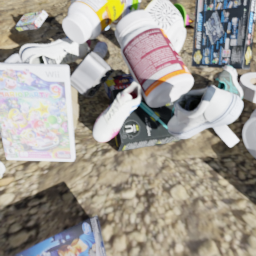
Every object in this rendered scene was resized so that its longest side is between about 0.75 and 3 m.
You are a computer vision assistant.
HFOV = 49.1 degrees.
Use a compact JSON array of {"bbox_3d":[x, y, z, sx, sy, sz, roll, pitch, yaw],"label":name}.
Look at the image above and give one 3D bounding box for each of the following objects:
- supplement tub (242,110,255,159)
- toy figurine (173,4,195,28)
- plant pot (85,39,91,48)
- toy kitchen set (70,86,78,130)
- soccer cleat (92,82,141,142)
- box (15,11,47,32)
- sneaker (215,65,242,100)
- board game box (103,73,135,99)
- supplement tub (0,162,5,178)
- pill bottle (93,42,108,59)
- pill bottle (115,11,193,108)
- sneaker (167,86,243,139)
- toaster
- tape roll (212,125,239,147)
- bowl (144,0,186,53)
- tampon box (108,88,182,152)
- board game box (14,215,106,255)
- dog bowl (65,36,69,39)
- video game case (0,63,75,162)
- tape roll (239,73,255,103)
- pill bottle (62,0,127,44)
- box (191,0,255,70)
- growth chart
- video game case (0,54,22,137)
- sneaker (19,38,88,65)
[{"bbox_3d":[5.443,-0.160,9.342,2.912,2.117,2.117,-28,48,-29],"label":"supplement tub"},{"bbox_3d":[3.591,-6.816,17.993,2.280,1.860,2.477,-10,15,-33],"label":"toy figurine"},{"bbox_3d":[-2.668,-4.518,15.440,1.024,1.024,0.916,10,57,11],"label":"plant pot"},{"bbox_3d":[-2.411,-0.565,8.005,1.321,1.461,1.620,-34,41,24],"label":"toy kitchen set"},{"bbox_3d":[-0.294,-0.484,7.405,0.673,0.832,1.927,31,60,12],"label":"soccer cleat"},{"bbox_3d":[-3.009,-3.300,8.677,1.072,0.186,0.590,10,65,39],"label":"box"},{"bbox_3d":[2.844,-1.155,8.026,0.580,1.271,0.493,-39,33,-5],"label":"sneaker"},{"bbox_3d":[0.580,-1.384,11.799,2.625,0.810,2.626,-13,42,-16],"label":"board game box"},{"bbox_3d":[-4.316,1.480,8.488,0.733,0.733,1.009,12,42,14],"label":"supplement tub"},{"bbox_3d":[-1.513,-4.132,15.147,0.672,0.672,1.186,5,41,6],"label":"pill bottle"},{"bbox_3d":[0.686,-2.045,8.291,1.475,1.475,2.584,-20,73,-22],"label":"pill bottle"},{"bbox_3d":[1.572,-0.447,6.887,0.957,2.703,0.987,34,69,-10],"label":"sneaker"},{"bbox_3d":[-1.240,-1.777,9.347,0.866,1.319,1.459,41,9,4],"label":"toaster"},{"bbox_3d":[2.392,0.104,6.969,0.270,0.772,0.772,-41,40,16],"label":"tape roll"},{"bbox_3d":[1.375,-3.461,10.688,1.241,2.644,2.644,31,49,21],"label":"bowl"},{"bbox_3d":[0.677,-0.351,9.523,2.395,1.512,1.795,-8,75,-11],"label":"tampon box"},{"bbox_3d":[-1.698,3.574,5.920,2.785,0.859,2.787,-11,42,-11],"label":"board game box"},{"bbox_3d":[-2.934,-3.779,12.920,0.432,0.970,1.741,41,34,-20],"label":"dog bowl"},{"bbox_3d":[-2.388,-0.312,7.190,1.884,2.631,0.237,2,26,0],"label":"video game case"},{"bbox_3d":[5.769,-1.780,12.430,1.700,0.595,1.700,0,41,0],"label":"tape roll"},{"bbox_3d":[-1.204,-4.171,10.091,1.371,1.371,2.509,23,61,25],"label":"pill bottle"},{"bbox_3d":[3.613,-3.715,10.713,0.655,2.848,2.263,-12,19,-41],"label":"box"},{"bbox_3d":[-0.850,-4.975,11.168,2.970,2.149,0.263,-3,18,-14],"label":"growth chart"},{"bbox_3d":[-3.400,-0.835,8.273,0.247,1.966,2.160,-5,36,12],"label":"video game case"},{"bbox_3d":[-2.659,-2.692,10.605,2.653,1.014,1.068,-20,42,-23],"label":"sneaker"}]
